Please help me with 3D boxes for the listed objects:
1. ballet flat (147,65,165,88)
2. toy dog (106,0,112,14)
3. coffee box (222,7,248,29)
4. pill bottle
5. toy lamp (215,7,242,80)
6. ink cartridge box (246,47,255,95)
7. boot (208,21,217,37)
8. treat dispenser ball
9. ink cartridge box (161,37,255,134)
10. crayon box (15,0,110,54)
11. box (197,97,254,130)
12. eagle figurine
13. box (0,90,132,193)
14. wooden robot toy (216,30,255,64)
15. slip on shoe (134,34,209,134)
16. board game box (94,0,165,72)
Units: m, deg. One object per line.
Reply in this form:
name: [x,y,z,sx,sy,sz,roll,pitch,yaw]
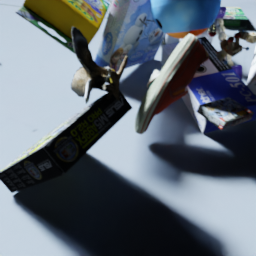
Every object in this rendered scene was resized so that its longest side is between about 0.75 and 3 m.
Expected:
ballet flat: [0.874,-1.369,7.092,1.086,0.377,0.377,-29,43,-10]
toy dog: [-0.106,-4.296,8.854,1.660,1.095,0.799,-20,5,-34]
coffee box: [5.020,-5.446,13.764,1.293,0.462,2.103,5,37,7]
pill bottle: [1.806,-3.919,10.567,1.661,1.661,2.955,-17,51,-21]
toy lamp: [2.910,-2.369,8.370,0.683,2.347,0.683,-14,0,0]
ink cartridge box: [4.528,-1.633,7.517,2.065,1.192,2.827,30,45,5]
boot: [2.687,-3.476,9.000,0.358,0.991,0.748,-3,73,23]
treat dispenser ball: [1.360,-2.989,6.696,1.658,1.658,1.658,0,37,0]
ink cartridge box: [2.041,-1.287,7.513,1.409,0.663,2.997,-13,51,-8]
crayon box: [-1.382,-2.893,6.696,1.606,0.659,2.555,33,35,-20]
box: [2.035,-0.322,5.855,1.013,0.202,0.693,-15,42,-33]
eagle figurine: [-0.609,-0.936,4.598,1.247,0.946,0.941,35,4,22]
box: [-1.185,0.264,4.989,2.236,0.495,1.792,-25,16,46]
wooden robot toy: [2.473,-2.047,6.735,1.274,0.561,0.578,-32,40,-10]
slip on shoe: [0.925,-0.842,6.154,0.744,2.431,0.900,33,4,-12]
board game box: [0.386,-3.125,8.503,0.605,2.778,2.791,40,43,18]
